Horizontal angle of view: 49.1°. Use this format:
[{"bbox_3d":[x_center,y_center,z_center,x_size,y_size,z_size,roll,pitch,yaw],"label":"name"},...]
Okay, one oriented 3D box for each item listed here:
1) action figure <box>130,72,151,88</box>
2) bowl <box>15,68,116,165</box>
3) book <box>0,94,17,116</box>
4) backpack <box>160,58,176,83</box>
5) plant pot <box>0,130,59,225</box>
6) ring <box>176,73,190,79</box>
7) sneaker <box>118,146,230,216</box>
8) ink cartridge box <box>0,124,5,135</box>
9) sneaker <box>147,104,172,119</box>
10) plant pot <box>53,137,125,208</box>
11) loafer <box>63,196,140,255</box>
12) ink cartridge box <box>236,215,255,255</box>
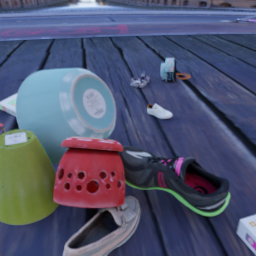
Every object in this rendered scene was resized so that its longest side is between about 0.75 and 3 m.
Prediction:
[{"bbox_3d":[0.540,-2.016,11.997,0.726,0.387,1.116,24,40,20],"label":"action figure"},{"bbox_3d":[-1.207,-0.420,6.582,1.271,2.430,2.430,-18,14,37],"label":"bowl"},{"bbox_3d":[-3.486,-0.720,9.676,1.699,0.408,1.135,20,38,29],"label":"book"},{"bbox_3d":[1.805,-2.585,12.397,0.737,0.979,0.869,5,30,8],"label":"backpack"},{"bbox_3d":[-2.108,0.847,5.542,1.410,1.507,1.410,0,29,0],"label":"plant pot"},{"bbox_3d":[2.493,-2.424,13.053,0.807,0.077,0.807,1,29,0],"label":"ring"},{"bbox_3d":[0.827,0.836,5.529,2.453,1.028,0.941,19,46,9],"label":"sneaker"},{"bbox_3d":[-4.081,0.229,7.645,2.158,0.543,1.176,20,33,34],"label":"ink cartridge box"},{"bbox_3d":[1.009,-0.561,9.221,0.909,0.385,0.331,16,49,30],"label":"sneaker"},{"bbox_3d":[-0.653,0.778,5.077,1.266,1.153,1.266,6,-7,1],"label":"plant pot"},{"bbox_3d":[-0.369,1.729,4.872,0.678,0.593,1.885,18,34,30],"label":"loafer"},{"bbox_3d":[2.839,2.171,4.273,1.069,0.419,2.257,-9,28,-18],"label":"ink cartridge box"}]
